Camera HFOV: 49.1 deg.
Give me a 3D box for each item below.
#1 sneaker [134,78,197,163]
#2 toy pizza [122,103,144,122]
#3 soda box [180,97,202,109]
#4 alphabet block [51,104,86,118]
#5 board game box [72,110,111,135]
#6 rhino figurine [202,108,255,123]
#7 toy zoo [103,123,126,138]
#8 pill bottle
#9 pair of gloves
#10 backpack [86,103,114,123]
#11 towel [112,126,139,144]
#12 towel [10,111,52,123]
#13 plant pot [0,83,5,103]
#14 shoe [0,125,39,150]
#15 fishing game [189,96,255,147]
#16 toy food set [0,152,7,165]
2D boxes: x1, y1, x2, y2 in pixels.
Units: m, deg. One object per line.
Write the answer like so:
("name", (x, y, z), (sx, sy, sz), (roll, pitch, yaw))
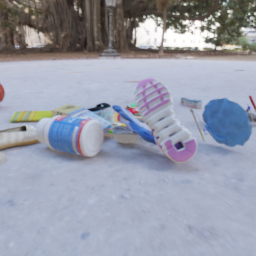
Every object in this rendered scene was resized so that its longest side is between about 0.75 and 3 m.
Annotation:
("sneaker", (1.050, -0.176, 8.912), (1.167, 2.902, 1.283), (-25, -11, -6))
("toy pizza", (0.916, -0.864, 14.090), (2.746, 0.435, 2.746), (0, 18, 0))
("soda box", (3.537, -1.434, 15.814), (0.417, 0.448, 1.311), (-11, 21, -31))
("alphabet block", (-2.432, -0.366, 11.674), (1.027, 1.004, 1.009), (10, 21, 31))
("board game box", (-1.509, -0.115, 10.848), (1.266, 0.361, 1.293), (30, 30, 16))
("rhino figurine", (4.601, -0.493, 12.360), (2.813, 0.841, 1.230), (-1, 17, -10))
("toy zoo", (-0.603, 0.036, 11.808), (0.977, 0.152, 1.489), (13, 23, 34))
("pill bottle", (-2.032, 0.223, 9.471), (2.175, 1.220, 1.220), (8, 20, 26))
("pair of gloves", (0.270, -0.160, 9.993), (1.839, 0.261, 2.288), (33, 12, -18))
("backpack", (-1.260, -0.546, 12.239), (1.413, 0.894, 1.179), (-4, 21, 46))
("towel", (-0.059, 0.233, 10.180), (0.910, 0.753, 0.389), (1, 62, 9))
("towel", (-4.084, -0.528, 13.482), (2.857, 0.258, 1.229), (-1, 23, -7))
("plant pot", (-7.678, -1.657, 14.845), (1.735, 1.735, 1.687), (-2, 27, -7))
("shoe", (-3.935, 0.240, 10.270), (0.841, 0.642, 2.407), (17, 21, 39))
("fishing game", (3.392, -0.187, 9.556), (0.409, 1.884, 2.631), (-32, 8, -32))
("toy food set", (-4.595, 1.014, 8.591), (1.341, 0.405, 0.962), (11, 19, 6))
